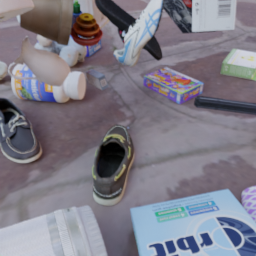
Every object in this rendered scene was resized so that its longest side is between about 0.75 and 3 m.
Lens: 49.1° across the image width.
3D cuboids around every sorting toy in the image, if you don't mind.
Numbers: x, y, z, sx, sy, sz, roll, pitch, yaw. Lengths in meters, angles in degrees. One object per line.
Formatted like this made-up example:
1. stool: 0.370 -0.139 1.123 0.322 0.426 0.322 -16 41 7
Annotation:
1. sorting toy: -1.431 -2.664 6.973 1.716 0.705 1.031 15 48 4

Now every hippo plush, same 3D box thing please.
1. hippo plush: -2.912 -3.610 12.913 1.921 1.903 2.390 36 55 -1

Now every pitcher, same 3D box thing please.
1. pitcher: -2.180 -1.445 6.882 1.257 1.078 0.762 31 22 -23

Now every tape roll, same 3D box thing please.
1. tape roll: -2.689 -1.796 4.530 2.319 0.424 2.319 -15 24 7

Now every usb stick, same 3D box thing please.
1. usb stick: 2.286 -0.476 6.149 1.663 0.271 0.461 8 6 7

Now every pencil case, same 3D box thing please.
1. pencil case: 2.767 1.935 5.815 0.650 0.662 1.548 -29 23 31

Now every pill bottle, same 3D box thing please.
1. pill bottle: -2.784 -1.583 10.032 2.340 1.311 1.311 5 36 8

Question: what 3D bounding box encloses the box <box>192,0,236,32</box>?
1. box: 2.054 -2.861 6.720 1.000 0.995 0.653 3 23 18

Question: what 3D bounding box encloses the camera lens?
1. camera lens: -1.384 2.241 4.557 1.919 1.535 1.535 -14 38 -18

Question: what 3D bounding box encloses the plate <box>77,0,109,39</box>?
1. plate: -1.120 -4.721 9.818 0.466 2.884 2.878 7 38 11

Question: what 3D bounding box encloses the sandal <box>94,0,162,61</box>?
1. sandal: 0.001 -3.053 8.842 2.811 0.634 1.056 32 40 -27

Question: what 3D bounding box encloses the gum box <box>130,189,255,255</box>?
1. gum box: 1.305 2.199 4.846 2.166 0.568 2.549 -10 23 -5

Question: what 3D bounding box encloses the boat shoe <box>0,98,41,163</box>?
1. boat shoe: -3.373 -0.004 8.215 1.014 0.875 2.790 -21 41 -26

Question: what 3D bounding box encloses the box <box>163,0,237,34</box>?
1. box: 1.955 -3.887 8.548 0.999 1.747 1.919 -49 25 0

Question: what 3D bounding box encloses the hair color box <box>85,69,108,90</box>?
1. hair color box: -0.913 -1.400 8.081 0.244 0.398 0.804 -33 38 -22

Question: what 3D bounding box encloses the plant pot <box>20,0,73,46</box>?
1. plant pot: -1.803 -2.476 6.139 1.043 1.202 1.202 2 34 -18

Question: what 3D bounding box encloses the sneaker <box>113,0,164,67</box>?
1. sneaker: 0.261 -2.417 7.004 0.730 2.016 0.724 23 40 -15

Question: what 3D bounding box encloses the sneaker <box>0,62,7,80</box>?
1. sneaker: -5.738 -1.895 11.104 2.107 0.764 0.757 -38 91 -28

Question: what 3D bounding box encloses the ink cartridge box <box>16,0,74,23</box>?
1. ink cartridge box: -2.874 -4.438 9.314 1.511 2.079 1.504 -26 -13 22

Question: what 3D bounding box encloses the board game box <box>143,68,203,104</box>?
1. board game box: 1.732 -1.688 10.910 1.306 0.435 1.943 -27 44 -32

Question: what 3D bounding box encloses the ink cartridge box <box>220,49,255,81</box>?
1. ink cartridge box: 5.567 -2.637 12.107 2.608 0.625 1.897 18 39 26

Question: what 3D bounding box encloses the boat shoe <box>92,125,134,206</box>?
1. boat shoe: -0.343 0.685 7.311 0.977 0.826 2.742 2 36 3

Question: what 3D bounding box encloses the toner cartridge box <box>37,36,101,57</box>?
1. toner cartridge box: -3.017 -4.383 14.435 2.961 0.639 1.407 13 38 17
